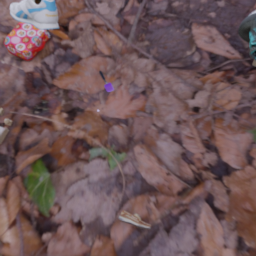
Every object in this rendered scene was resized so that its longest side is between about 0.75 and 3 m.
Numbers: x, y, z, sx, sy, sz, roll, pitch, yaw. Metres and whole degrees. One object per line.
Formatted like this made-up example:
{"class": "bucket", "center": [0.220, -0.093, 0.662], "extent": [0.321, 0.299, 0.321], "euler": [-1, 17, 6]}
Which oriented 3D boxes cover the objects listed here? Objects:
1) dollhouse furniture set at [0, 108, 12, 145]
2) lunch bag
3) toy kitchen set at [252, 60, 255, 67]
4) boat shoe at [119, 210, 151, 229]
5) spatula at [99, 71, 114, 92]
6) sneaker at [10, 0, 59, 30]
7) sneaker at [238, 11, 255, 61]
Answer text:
{"class": "dollhouse furniture set", "center": [-4.101, -0.005, 8.382], "extent": [0.743, 0.634, 1.433], "euler": [18, 66, 8]}
{"class": "lunch bag", "center": [-3.475, -3.082, 9.837], "extent": [1.239, 0.576, 1.407], "euler": [25, 68, 11]}
{"class": "toy kitchen set", "center": [5.687, -3.013, 8.680], "extent": [2.058, 2.276, 2.523], "euler": [32, 63, 22]}
{"class": "boat shoe", "center": [0.198, 2.428, 7.427], "extent": [0.883, 0.334, 0.317], "euler": [19, 65, 7]}
{"class": "spatula", "center": [-0.776, -1.582, 9.413], "extent": [0.247, 0.090, 0.876], "euler": [-25, 68, -11]}
{"class": "sneaker", "center": [-2.518, -3.192, 7.512], "extent": [1.906, 0.770, 0.729], "euler": [27, 36, 32]}
{"class": "sneaker", "center": [3.344, -2.147, 6.786], "extent": [1.211, 1.030, 2.655], "euler": [-31, 28, 0]}
